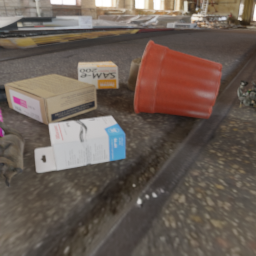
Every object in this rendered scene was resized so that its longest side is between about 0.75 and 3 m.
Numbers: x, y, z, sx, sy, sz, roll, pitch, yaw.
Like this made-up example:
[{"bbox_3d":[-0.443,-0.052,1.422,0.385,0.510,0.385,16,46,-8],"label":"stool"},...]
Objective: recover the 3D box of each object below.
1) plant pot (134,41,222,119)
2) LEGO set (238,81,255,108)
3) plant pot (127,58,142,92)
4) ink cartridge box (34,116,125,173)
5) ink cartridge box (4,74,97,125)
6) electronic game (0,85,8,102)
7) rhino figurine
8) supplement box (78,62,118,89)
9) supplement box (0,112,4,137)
[{"bbox_3d":[1.837,-1.574,10.185,2.635,2.710,2.710,13,27,10],"label":"plant pot"},{"bbox_3d":[4.963,-1.081,10.408,1.896,0.828,2.920,25,-3,10],"label":"LEGO set"},{"bbox_3d":[0.674,-2.616,13.454,1.489,1.292,1.489,-3,34,2],"label":"plant pot"},{"bbox_3d":[-1.394,0.395,7.747,2.364,0.788,1.369,-8,26,-17],"label":"ink cartridge box"},{"bbox_3d":[-3.012,-1.224,10.959,2.821,1.059,2.324,21,32,38],"label":"ink cartridge box"},{"bbox_3d":[-5.612,-1.436,12.116,2.331,0.485,2.331,-2,20,1],"label":"electronic game"},{"bbox_3d":[-3.053,0.628,6.923,0.728,1.065,2.436,-44,31,4],"label":"rhino figurine"},{"bbox_3d":[-1.520,-2.609,13.663,1.788,1.043,2.837,-4,18,-9],"label":"supplement box"},{"bbox_3d":[-4.481,-0.173,8.777,0.979,0.959,1.895,-9,27,-20],"label":"supplement box"}]
